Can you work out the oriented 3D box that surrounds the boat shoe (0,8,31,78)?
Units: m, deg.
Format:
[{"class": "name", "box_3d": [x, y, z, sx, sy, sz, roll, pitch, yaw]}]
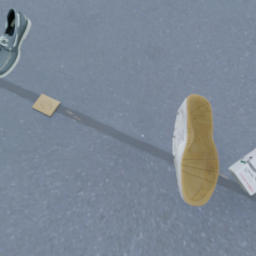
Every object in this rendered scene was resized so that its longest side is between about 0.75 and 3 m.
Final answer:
[{"class": "boat shoe", "box_3d": [-3.782, -2.665, 8.711, 0.841, 0.713, 2.309, 8, 70, 21]}]

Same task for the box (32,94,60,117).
[{"class": "box", "box_3d": [-3.563, -0.990, 12.190, 0.953, 0.101, 0.779, 25, 68, 12]}]

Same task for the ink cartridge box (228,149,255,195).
[{"class": "ink cartridge box", "box_3d": [4.015, 1.328, 8.795, 1.321, 0.557, 0.965, -38, 97, 4]}]

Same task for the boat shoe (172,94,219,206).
[{"class": "boat shoe", "box_3d": [1.591, 0.579, 7.075, 1.001, 0.980, 2.827, 16, 64, -15]}]
